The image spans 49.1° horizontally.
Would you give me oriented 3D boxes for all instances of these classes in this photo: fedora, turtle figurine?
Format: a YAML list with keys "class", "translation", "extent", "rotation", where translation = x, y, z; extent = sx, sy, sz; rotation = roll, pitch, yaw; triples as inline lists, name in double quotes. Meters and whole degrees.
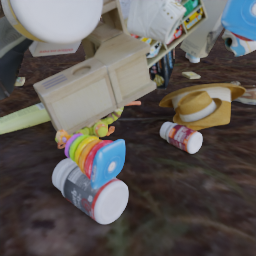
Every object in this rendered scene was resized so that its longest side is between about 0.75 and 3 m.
- class: "fedora"
  translation: [2.206, -0.507, 8.263]
  extent: [2.628, 1.072, 2.628]
  rotation: [-7, -8, -1]
- class: "turtle figurine"
  translation: [-1.024, -0.144, 8.229]
  extent: [2.655, 0.855, 2.141]
  rotation: [-33, 28, -21]
- class: "fedora"
  translation: [1.208, -0.414, 5.077]
  extent: [0.932, 0.380, 0.932]
  rotation: [-24, 21, 10]

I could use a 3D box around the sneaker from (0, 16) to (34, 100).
- class: "sneaker"
  translation: [-2.832, -1.715, 6.702]
  extent: [2.265, 1.203, 0.847]
  rotation: [-45, 70, -7]

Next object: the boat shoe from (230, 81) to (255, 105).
- class: "boat shoe"
  translation: [4.215, -1.496, 11.130]
  extent: [2.084, 0.748, 0.789]
  rotation: [12, 29, 23]

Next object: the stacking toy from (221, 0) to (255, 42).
- class: "stacking toy"
  translation: [2.475, -2.235, 5.778]
  extent: [1.091, 1.031, 1.879]
  rotation: [24, 14, 7]

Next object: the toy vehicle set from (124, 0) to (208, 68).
- class: "toy vehicle set"
  translation: [0.839, -2.380, 6.257]
  extent: [1.904, 1.183, 0.252]
  rotation: [-40, 40, -2]

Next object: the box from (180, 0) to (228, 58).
- class: "box"
  translation: [2.155, -2.788, 7.392]
  extent: [0.615, 1.798, 0.739]
  rotation: [41, 39, 21]

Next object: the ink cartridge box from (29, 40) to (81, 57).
- class: "ink cartridge box"
  translation: [-2.130, -3.340, 8.169]
  extent: [1.514, 2.057, 1.488]
  rotation: [-18, 75, -40]

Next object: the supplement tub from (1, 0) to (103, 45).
- class: "supplement tub"
  translation: [-1.403, -2.191, 4.857]
  extent: [1.402, 1.402, 1.928]
  rotation: [-13, 22, -24]

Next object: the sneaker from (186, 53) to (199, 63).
- class: "sneaker"
  translation: [4.109, -4.714, 17.513]
  extent: [0.756, 0.838, 2.046]
  rotation: [0, 27, -2]

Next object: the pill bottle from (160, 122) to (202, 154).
- class: "pill bottle"
  translation: [1.457, 0.237, 7.815]
  extent: [0.606, 0.606, 1.107]
  rotation: [-21, 33, -36]

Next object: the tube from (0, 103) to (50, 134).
- class: "tube"
  translation: [-3.439, -0.230, 8.844]
  extent: [2.562, 0.743, 0.665]
  rotation: [-23, 72, -34]

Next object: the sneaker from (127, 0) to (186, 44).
- class: "sneaker"
  translation: [0.480, -1.868, 3.861]
  extent: [0.797, 1.379, 0.508]
  rotation: [26, 45, 18]

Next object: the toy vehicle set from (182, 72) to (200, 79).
- class: "toy vehicle set"
  translation: [3.185, -2.674, 14.218]
  extent: [0.541, 0.116, 0.871]
  rotation: [-8, 28, -16]

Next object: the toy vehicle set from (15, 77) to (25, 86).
- class: "toy vehicle set"
  translation: [-5.245, -2.188, 13.232]
  extent: [0.588, 0.125, 0.946]
  rotation: [-5, 27, -10]

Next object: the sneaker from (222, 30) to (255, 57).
- class: "sneaker"
  translation: [2.866, -2.557, 7.463]
  extent: [0.762, 0.722, 1.886]
  rotation: [-28, 32, 20]

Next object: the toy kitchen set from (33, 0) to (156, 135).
- class: "toy kitchen set"
  translation: [-1.069, -1.589, 5.453]
  extent: [2.161, 1.954, 2.395]
  rotation: [-30, 42, -17]

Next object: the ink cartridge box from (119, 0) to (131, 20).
- class: "ink cartridge box"
  translation: [0.620, -4.676, 11.531]
  extent: [1.997, 2.457, 0.701]
  rotation: [0, 20, 18]

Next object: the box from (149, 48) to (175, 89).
- class: "box"
  translation: [0.890, -2.150, 7.519]
  extent: [0.404, 1.758, 1.397]
  rotation: [5, 48, 19]

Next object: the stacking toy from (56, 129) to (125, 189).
- class: "stacking toy"
  translation: [-0.637, 0.297, 3.928]
  extent: [1.097, 0.637, 0.602]
  rotation: [27, 31, 28]

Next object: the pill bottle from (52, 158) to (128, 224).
- class: "pill bottle"
  translation: [-0.792, 1.194, 5.601]
  extent: [1.485, 0.860, 0.860]
  rotation: [21, 33, 38]
